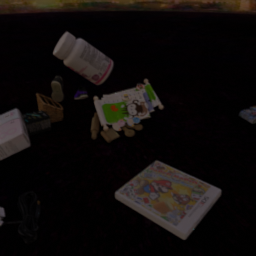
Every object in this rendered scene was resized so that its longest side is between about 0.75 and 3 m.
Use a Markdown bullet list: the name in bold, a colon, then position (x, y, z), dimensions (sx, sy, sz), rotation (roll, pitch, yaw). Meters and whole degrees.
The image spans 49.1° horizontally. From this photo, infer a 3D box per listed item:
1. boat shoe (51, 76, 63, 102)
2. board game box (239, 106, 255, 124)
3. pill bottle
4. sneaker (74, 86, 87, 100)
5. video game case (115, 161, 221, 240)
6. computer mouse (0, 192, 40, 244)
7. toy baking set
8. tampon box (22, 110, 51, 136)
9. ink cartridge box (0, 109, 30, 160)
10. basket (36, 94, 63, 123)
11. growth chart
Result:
- **boat shoe**: position (-2.912, -1.583, 11.653), dimensions (0.501, 1.394, 0.471), rotation (10, 57, -6)
- **board game box**: position (5.049, -0.470, 10.814), dimensions (1.023, 0.316, 1.022), rotation (-11, 30, -19)
- **pill bottle**: position (-1.663, -2.564, 10.422), dimensions (2.010, 1.139, 1.139), rotation (30, 15, -28)
- **sneaker**: position (-1.979, -1.481, 11.739), dimensions (0.362, 0.518, 1.042), rotation (-9, 3, -32)
- **video game case**: position (1.004, 1.650, 6.999), dimensions (2.004, 0.229, 1.824), rotation (22, 35, 34)
- **computer mouse**: position (-3.211, 1.993, 6.028), dimensions (2.533, 0.556, 1.389), rotation (-5, 30, -9)
- **toy baking set**: position (-0.449, -0.211, 10.228), dimensions (1.820, 0.276, 2.372), rotation (-4, 36, -5)
- **tampon box**: position (-3.321, -0.178, 9.978), dimensions (0.895, 0.565, 0.671), rotation (-18, 34, -36)
- **ink cartridge box**: position (-4.152, 0.433, 8.262), dimensions (2.306, 0.658, 1.874), rotation (-24, 35, -14)
- **basket**: position (-3.002, -0.833, 10.899), dimensions (0.840, 0.877, 1.177), rotation (-14, 30, -25)
- **growth chart**: position (0.008, -0.827, 10.252), dimensions (2.541, 0.225, 1.839), rotation (-20, 56, -18)
